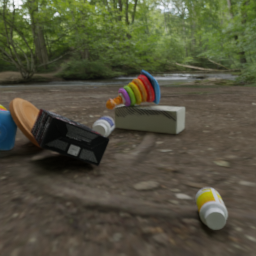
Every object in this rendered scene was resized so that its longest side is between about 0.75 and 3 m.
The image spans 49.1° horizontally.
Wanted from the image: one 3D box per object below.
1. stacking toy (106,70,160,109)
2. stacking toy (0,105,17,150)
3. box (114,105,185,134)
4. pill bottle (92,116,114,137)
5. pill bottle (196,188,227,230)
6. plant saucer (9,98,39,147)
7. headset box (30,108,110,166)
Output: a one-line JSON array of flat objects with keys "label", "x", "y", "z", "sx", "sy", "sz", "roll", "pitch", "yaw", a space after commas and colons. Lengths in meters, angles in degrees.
[{"label": "stacking toy", "x": 0.077, "y": -1.324, "z": 11.602, "sx": 2.258, "sy": 1.311, "sz": 1.239, "roll": -26, "pitch": 42, "yaw": -15}, {"label": "stacking toy", "x": -4.328, "y": -0.380, "z": 8.943, "sx": 1.260, "sy": 1.332, "sz": 2.296, "roll": 6, "pitch": 25, "yaw": -30}, {"label": "box", "x": 0.870, "y": -0.412, "z": 11.626, "sx": 2.769, "sy": 0.947, "sz": 1.138, "roll": 5, "pitch": 14, "yaw": 26}, {"label": "pill bottle", "x": -0.937, "y": -0.004, "z": 10.384, "sx": 0.680, "sy": 0.680, "sz": 1.225, "roll": 2, "pitch": 12, "yaw": 8}, {"label": "pill bottle", "x": 1.363, "y": 1.322, "z": 4.591, "sx": 0.428, "sy": 0.428, "sz": 0.783, "roll": 1, "pitch": 11, "yaw": 7}, {"label": "plant saucer", "x": -2.970, "y": -0.182, "z": 8.831, "sx": 0.293, "sy": 1.818, "sz": 1.818, "roll": -33, "pitch": 10, "yaw": 6}, {"label": "headset box", "x": -1.658, "y": 0.185, "z": 7.563, "sx": 1.564, "sy": 0.812, "sz": 2.101, "roll": 23, "pitch": 0, "yaw": -27}]
